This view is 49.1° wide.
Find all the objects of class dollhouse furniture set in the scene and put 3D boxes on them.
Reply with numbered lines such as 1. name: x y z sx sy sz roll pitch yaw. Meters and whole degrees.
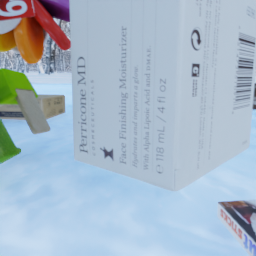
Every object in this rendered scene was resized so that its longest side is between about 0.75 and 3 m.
1. dollhouse furniture set: -2.837 0.290 4.474 2.749 1.379 1.801 -27 0 10

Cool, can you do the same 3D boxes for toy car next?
1. toy car: -2.014 -2.843 6.488 2.115 2.821 2.469 26 2 2

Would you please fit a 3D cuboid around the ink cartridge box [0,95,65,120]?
1. ink cartridge box: -3.226 -0.739 9.521 1.599 0.729 1.942 1 11 10

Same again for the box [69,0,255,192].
1. box: 0.749 -0.923 4.652 1.905 2.899 2.914 9 14 39

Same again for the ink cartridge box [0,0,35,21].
1. ink cartridge box: -2.001 -1.946 2.805 1.679 0.802 1.912 -15 -17 -13

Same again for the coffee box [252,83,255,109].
1. coffee box: 4.862 -1.526 12.723 1.538 1.072 2.690 -4 12 -21

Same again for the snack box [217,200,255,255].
1. snack box: 1.240 0.952 2.107 0.551 0.186 1.531 -1 11 -6
